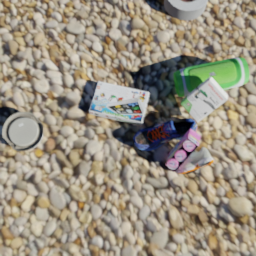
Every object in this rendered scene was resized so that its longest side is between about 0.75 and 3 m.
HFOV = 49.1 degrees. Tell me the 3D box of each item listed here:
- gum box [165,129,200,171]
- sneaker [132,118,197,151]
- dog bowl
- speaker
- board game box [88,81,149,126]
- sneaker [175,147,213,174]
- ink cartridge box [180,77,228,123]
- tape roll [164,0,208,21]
[{"bbox_3d":[2.002,0.850,10.377,0.495,1.497,0.850,35,31,1],"label":"gum box"},{"bbox_3d":[1.448,0.121,10.913,2.687,1.054,1.012,-18,71,-6],"label":"sneaker"},{"bbox_3d":[-4.074,0.179,11.011,1.565,0.459,1.565,1,76,-4],"label":"dog bowl"},{"bbox_3d":[3.335,-2.044,11.418,2.796,1.236,1.236,-11,72,5],"label":"speaker"},{"bbox_3d":[-0.357,-1.026,11.645,2.259,0.391,1.426,13,72,4],"label":"board game box"},{"bbox_3d":[2.412,1.247,10.532,1.560,0.591,0.718,-30,63,29],"label":"sneaker"},{"bbox_3d":[2.891,-1.073,10.650,1.045,0.603,1.430,47,118,-2],"label":"ink cartridge box"},{"bbox_3d":[2.730,-6.103,13.216,2.009,0.664,2.009,0,71,-1],"label":"tape roll"}]
